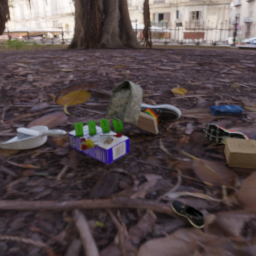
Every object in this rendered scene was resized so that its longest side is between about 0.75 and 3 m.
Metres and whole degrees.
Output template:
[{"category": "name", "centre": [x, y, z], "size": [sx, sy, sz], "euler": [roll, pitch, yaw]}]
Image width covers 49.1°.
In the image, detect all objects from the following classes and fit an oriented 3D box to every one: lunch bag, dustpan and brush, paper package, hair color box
[{"category": "lunch bag", "centre": [-0.050, -0.949, 10.239], "size": [0.886, 1.507, 1.236], "euler": [18, 3, 25]}, {"category": "dustpan and brush", "centre": [-3.839, 0.321, 11.827], "size": [2.836, 0.811, 1.979], "euler": [8, 23, 20]}, {"category": "paper package", "centre": [4.292, 0.948, 10.506], "size": [1.186, 0.644, 1.244], "euler": [4, 22, 9]}, {"category": "hair color box", "centre": [-1.191, 0.599, 11.254], "size": [2.256, 0.731, 1.233], "euler": [20, 32, 37]}]

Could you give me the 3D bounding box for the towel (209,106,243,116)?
[{"category": "towel", "centre": [5.483, -1.015, 15.707], "size": [1.655, 0.402, 0.924], "euler": [-2, 21, -5]}]

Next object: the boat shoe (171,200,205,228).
[{"category": "boat shoe", "centre": [1.631, 2.261, 7.656], "size": [0.413, 0.354, 1.129], "euler": [-14, 24, -30]}]

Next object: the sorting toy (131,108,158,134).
[{"category": "sorting toy", "centre": [0.592, -0.529, 12.579], "size": [1.646, 1.636, 0.573], "euler": [23, 73, 19]}]

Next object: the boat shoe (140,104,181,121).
[{"category": "boat shoe", "centre": [1.329, -0.672, 14.420], "size": [2.671, 0.917, 0.756], "euler": [7, 42, 21]}]

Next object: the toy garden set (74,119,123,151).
[{"category": "toy garden set", "centre": [-1.087, 0.269, 10.742], "size": [1.837, 0.367, 1.531], "euler": [-8, 36, -8]}]

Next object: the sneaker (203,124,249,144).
[{"category": "sneaker", "centre": [4.216, 0.377, 12.103], "size": [2.018, 0.777, 0.857], "euler": [23, 14, 36]}]
